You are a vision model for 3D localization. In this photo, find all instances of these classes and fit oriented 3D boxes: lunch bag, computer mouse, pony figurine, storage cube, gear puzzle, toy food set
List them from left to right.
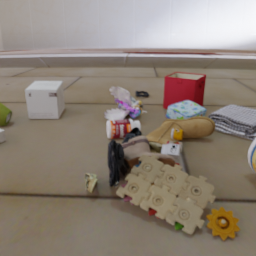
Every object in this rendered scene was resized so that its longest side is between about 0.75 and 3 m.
[{"bbox_3d":[-0.295,0.788,7.160,0.429,1.126,1.627,1,4,-6],"label":"computer mouse"},{"bbox_3d":[-0.093,-1.009,12.695,1.789,1.543,1.853,13,12,-6],"label":"pony figurine"},{"bbox_3d":[1.011,0.894,7.834,0.817,1.815,0.867,6,-23,17],"label":"toy food set"},{"bbox_3d":[1.194,1.628,6.397,2.722,0.356,1.410,23,57,23],"label":"gear puzzle"},{"bbox_3d":[2.873,-1.830,14.220,1.885,1.695,1.611,13,24,28],"label":"storage cube"},{"bbox_3d":[2.548,-0.651,12.345,1.616,0.666,1.299,-20,41,-39],"label":"lunch bag"}]

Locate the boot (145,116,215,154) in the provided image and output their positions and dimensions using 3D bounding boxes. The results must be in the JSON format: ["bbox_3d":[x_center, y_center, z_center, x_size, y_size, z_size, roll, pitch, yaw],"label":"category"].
[{"bbox_3d":[1.755,0.341,9.867,2.174,0.821,2.483,-4,16,29],"label":"boot"}]

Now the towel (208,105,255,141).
[{"bbox_3d":[4.500,-0.296,11.366,1.651,0.853,1.994,-20,29,-41],"label":"towel"}]

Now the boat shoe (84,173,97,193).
[{"bbox_3d":[-1.008,1.419,7.295,0.322,0.377,1.027,23,-2,-9],"label":"boat shoe"}]

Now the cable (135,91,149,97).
[{"bbox_3d":[0.833,-1.967,16.623,0.830,0.258,1.017,8,20,-3],"label":"cable"}]

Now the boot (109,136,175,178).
[{"bbox_3d":[0.372,0.755,8.125,2.164,0.760,1.582,-12,25,21],"label":"boot"}]

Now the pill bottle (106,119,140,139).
[{"bbox_3d":[-0.180,0.026,10.739,1.236,0.698,0.698,-5,21,-11],"label":"pill bottle"}]

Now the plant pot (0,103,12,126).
[{"bbox_3d":[-5.779,-0.650,11.865,1.454,1.360,1.360,20,20,-6],"label":"plant pot"}]

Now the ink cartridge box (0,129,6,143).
[{"bbox_3d":[-5.155,0.429,9.954,0.768,0.442,1.326,10,22,19],"label":"ink cartridge box"}]

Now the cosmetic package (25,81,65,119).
[{"bbox_3d":[-3.858,-1.342,13.218,1.406,1.408,1.706,0,23,-2],"label":"cosmetic package"}]

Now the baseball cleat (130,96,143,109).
[{"bbox_3d":[0.329,-1.185,14.360,0.849,0.556,1.594,14,24,-6],"label":"baseball cleat"}]

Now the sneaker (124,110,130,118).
[{"bbox_3d":[-0.400,-0.688,13.010,1.192,0.400,0.535,-12,29,-22],"label":"sneaker"}]

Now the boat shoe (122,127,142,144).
[{"bbox_3d":[0.066,0.432,9.860,0.535,0.447,1.435,3,30,29],"label":"boat shoe"}]

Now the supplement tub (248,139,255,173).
[{"bbox_3d":[4.189,1.017,6.990,1.514,1.514,2.093,-3,21,-7],"label":"supplement tub"}]
